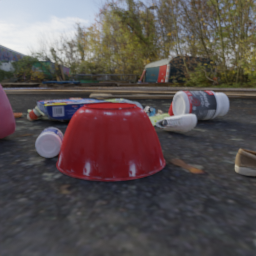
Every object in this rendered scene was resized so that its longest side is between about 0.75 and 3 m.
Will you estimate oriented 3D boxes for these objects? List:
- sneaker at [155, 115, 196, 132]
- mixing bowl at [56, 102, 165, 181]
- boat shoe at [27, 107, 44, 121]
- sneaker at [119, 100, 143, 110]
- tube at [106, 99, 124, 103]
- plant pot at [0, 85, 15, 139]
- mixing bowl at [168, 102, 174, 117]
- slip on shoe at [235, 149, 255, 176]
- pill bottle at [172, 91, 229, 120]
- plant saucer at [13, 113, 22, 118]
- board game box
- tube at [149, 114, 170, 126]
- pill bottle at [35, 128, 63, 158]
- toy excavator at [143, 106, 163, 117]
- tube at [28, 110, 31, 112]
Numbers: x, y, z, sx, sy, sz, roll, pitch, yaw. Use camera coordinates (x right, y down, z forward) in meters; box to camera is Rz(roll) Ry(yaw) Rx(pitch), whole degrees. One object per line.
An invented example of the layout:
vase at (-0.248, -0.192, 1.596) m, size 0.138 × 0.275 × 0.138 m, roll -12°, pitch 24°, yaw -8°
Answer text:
sneaker at (1.735, -0.170, 10.139) m, size 0.643 × 0.610 × 1.597 m, roll 11°, pitch -16°, yaw -39°
mixing bowl at (-0.423, 0.152, 6.794) m, size 2.656 × 1.439 × 2.656 m, roll -1°, pitch 12°, yaw 0°
boat shoe at (-4.475, -0.658, 13.541) m, size 0.493 × 0.561 × 1.577 m, roll -39°, pitch 12°, yaw 0°
sneaker at (0.208, -1.007, 14.839) m, size 0.649 × 0.629 × 1.776 m, roll -35°, pitch 36°, yaw -19°
tube at (-1.240, -1.657, 18.954) m, size 2.089 × 0.606 × 0.542 m, roll 1°, pitch 49°, yaw 23°
plant pot at (-4.956, -0.458, 8.720) m, size 1.980 × 2.213 × 2.213 m, roll -26°, pitch 24°, yaw -34°
mixing bowl at (3.073, -1.147, 14.549) m, size 2.019 × 1.094 × 2.019 m, roll 0°, pitch 10°, yaw 0°
slip on shoe at (3.155, 0.780, 5.848) m, size 1.715 × 0.519 × 0.652 m, roll 6°, pitch 13°, yaw 31°
pill bottle at (3.342, -1.033, 12.910) m, size 2.305 × 1.335 × 1.335 m, roll -4°, pitch 12°, yaw -20°
plant saucer at (-5.837, -0.626, 14.263) m, size 0.830 × 0.155 × 0.830 m, roll 1°, pitch 11°, yaw 0°
board game box at (-2.713, -0.872, 13.485) m, size 2.987 × 0.921 × 2.985 m, roll -6°, pitch 11°, yaw -26°
tube at (1.312, -0.350, 12.256) m, size 0.425 × 0.380 × 1.465 m, roll -4°, pitch 6°, yaw 43°
pill bottle at (-2.132, 0.357, 7.724) m, size 0.660 × 0.660 × 1.189 m, roll -2°, pitch 11°, yaw -10°
toy excavator at (1.163, -0.658, 13.597) m, size 0.520 × 1.041 × 1.012 m, roll 12°, pitch 59°, yaw 48°
tube at (-5.319, -0.878, 15.427) m, size 0.270 × 0.302 × 1.039 m, roll -41°, pitch 19°, yaw -11°
